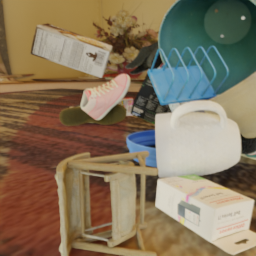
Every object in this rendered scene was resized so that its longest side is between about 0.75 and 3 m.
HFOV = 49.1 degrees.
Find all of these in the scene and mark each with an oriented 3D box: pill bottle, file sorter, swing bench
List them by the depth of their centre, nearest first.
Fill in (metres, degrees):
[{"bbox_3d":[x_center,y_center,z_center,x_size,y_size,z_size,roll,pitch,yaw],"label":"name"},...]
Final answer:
[{"bbox_3d":[-0.251,0.889,3.278,1.092,1.086,0.708,-1,12,-6],"label":"swing bench"},{"bbox_3d":[1.179,-1.079,5.533,1.254,0.870,0.769,-8,-29,-18],"label":"file sorter"},{"bbox_3d":[1.691,-1.355,8.064,1.499,2.756,1.499,-13,-28,-7],"label":"pill bottle"}]

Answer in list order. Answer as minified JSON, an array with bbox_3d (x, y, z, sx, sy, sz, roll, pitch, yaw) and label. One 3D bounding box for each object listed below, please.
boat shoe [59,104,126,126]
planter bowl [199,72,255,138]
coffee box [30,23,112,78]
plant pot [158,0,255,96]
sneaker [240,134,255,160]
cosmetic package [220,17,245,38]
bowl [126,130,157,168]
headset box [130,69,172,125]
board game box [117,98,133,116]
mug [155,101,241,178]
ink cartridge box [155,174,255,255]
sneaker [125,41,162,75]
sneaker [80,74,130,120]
[{"bbox_3d":[-1.314,-0.577,10.490,2.440,0.872,0.802,-6,18,-8],"label":"boat shoe"},{"bbox_3d":[2.452,-0.575,5.587,1.798,1.210,1.798,-37,7,6],"label":"planter bowl"},{"bbox_3d":[-1.366,-1.959,7.036,1.778,0.709,1.017,18,22,-6],"label":"coffee box"},{"bbox_3d":[1.878,-1.940,5.777,2.139,2.139,1.441,7,41,30],"label":"plant pot"},{"bbox_3d":[2.924,0.383,6.814,1.074,0.809,2.297,23,3,-8],"label":"sneaker"},{"bbox_3d":[3.926,-1.646,7.272,2.295,2.743,2.281,-12,27,-19],"label":"cosmetic package"},{"bbox_3d":[1.110,0.460,6.534,2.311,0.454,2.311,1,10,0],"label":"bowl"},{"bbox_3d":[1.064,-1.016,9.223,1.457,1.674,0.776,23,-18,3],"label":"headset box"},{"bbox_3d":[-0.258,-0.870,12.068,1.007,0.771,0.203,-7,14,-32],"label":"board game box"},{"bbox_3d":[1.135,0.145,4.643,1.318,1.503,1.110,-3,47,9],"label":"mug"},{"bbox_3d":[1.089,1.068,3.764,0.789,0.453,1.346,-1,11,-34],"label":"ink cartridge box"},{"bbox_3d":[0.702,-2.170,7.895,0.865,1.658,0.498,25,-15,47],"label":"sneaker"},{"bbox_3d":[-0.808,-1.140,9.195,0.984,1.883,0.709,31,18,-42],"label":"sneaker"}]
